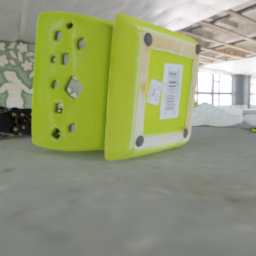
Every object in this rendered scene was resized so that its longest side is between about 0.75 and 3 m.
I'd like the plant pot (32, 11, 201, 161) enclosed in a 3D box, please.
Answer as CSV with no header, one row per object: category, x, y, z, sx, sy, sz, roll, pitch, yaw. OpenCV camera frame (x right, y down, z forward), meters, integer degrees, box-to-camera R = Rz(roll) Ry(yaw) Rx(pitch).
plant pot,-0.122,-0.855,6.085,2.615,2.882,2.868,12,11,40

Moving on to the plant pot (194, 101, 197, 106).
plant pot,3.473,-1.132,17.940,1.496,1.400,1.400,-20,16,-34

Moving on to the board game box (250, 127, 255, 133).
board game box,5.315,0.059,9.959,1.755,0.206,0.919,-3,8,-27

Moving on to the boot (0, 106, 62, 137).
boot,-2.989,-0.189,8.659,2.015,0.979,2.676,-1,-1,0

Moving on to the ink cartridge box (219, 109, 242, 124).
ink cartridge box,4.766,-0.605,14.322,1.252,0.729,1.719,-2,7,-19

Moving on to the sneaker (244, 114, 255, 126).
sneaker,5.857,-0.345,13.046,1.373,0.516,0.607,9,0,-19

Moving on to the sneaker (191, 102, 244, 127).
sneaker,3.633,-0.594,12.270,2.758,1.105,0.970,2,4,10
